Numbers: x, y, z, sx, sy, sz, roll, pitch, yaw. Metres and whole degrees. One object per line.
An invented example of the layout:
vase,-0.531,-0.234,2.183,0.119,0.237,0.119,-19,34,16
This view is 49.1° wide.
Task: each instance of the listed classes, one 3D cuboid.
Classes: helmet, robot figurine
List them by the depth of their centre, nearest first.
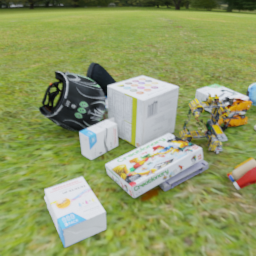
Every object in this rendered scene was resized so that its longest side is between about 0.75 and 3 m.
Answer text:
helmet,-2.018,-0.954,10.968,2.303,2.415,2.415,20,9,-45
robot figurine,4.096,-0.579,11.322,1.995,1.446,0.581,-5,21,-27

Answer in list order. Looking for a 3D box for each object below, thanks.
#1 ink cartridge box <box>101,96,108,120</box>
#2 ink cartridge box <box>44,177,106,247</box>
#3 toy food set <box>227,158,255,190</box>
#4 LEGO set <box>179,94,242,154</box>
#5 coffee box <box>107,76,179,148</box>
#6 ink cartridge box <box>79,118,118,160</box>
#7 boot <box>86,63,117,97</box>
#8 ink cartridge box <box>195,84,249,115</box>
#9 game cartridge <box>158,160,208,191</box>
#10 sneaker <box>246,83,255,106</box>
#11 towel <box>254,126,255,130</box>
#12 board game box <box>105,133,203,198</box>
ink cartridge box,-0.686,-0.821,12.382,1.563,0.662,1.130,15,32,25
ink cartridge box,-1.482,2.000,7.353,1.108,0.653,1.925,-16,33,-26
toy food set,3.503,1.687,7.761,0.920,0.976,2.045,-35,41,15
LEGO set,2.743,0.040,9.690,1.651,2.147,1.244,2,43,-18
coffee box,0.522,-0.696,10.826,1.951,1.954,1.932,-23,36,-37
ink cartridge box,-0.898,0.341,10.006,0.542,0.941,1.625,22,37,39
boot,-0.313,-1.853,12.472,2.431,1.105,2.893,12,-12,16
ink cartridge box,4.237,-1.215,12.761,1.394,0.803,1.910,-20,37,-30
game cartridge,1.522,1.281,8.907,1.718,0.330,1.114,-22,31,-22
sneaker,6.650,-1.445,12.406,2.810,1.101,1.264,3,7,-5
towel,5.806,0.021,11.361,1.261,0.217,0.836,-14,34,-25
board game box,0.790,1.052,8.656,2.575,0.446,1.626,-24,27,-23
